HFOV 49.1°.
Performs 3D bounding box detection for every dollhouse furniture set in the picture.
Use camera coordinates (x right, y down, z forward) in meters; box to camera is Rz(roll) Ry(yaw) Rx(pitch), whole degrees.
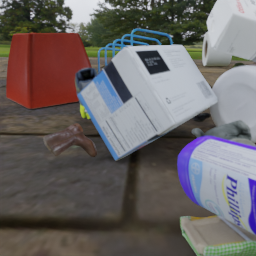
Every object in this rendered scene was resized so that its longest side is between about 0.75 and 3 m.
[{"bbox_3d":[1.261,1.409,2.309,1.146,0.885,2.292,-8,-1,-2],"label":"dollhouse furniture set"}]

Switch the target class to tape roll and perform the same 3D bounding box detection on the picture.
[{"bbox_3d":[6.954,-6.147,21.923,1.786,2.602,2.602,2,18,4],"label":"tape roll"}]

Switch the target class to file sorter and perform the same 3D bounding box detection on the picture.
[{"bbox_3d":[0.211,-2.480,10.716,1.910,1.689,2.753,-1,0,-31],"label":"file sorter"}]

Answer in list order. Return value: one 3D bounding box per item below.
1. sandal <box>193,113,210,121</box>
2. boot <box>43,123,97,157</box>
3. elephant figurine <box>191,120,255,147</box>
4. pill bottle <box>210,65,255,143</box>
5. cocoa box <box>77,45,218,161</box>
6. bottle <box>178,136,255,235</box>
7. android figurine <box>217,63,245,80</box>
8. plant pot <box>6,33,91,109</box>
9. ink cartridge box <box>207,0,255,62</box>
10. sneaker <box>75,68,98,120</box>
[{"bbox_3d":[2.086,-0.351,7.998,0.291,0.164,0.767,13,22,35],"label":"sandal"},{"bbox_3d":[-1.016,0.345,4.920,0.258,0.750,0.805,-42,-7,40],"label":"boot"},{"bbox_3d":[1.761,0.507,4.426,1.019,0.929,1.313,-25,30,15],"label":"elephant figurine"},{"bbox_3d":[3.483,-0.713,6.673,2.955,1.659,1.659,-13,22,-35],"label":"pill bottle"},{"bbox_3d":[0.475,-0.609,5.687,1.518,1.543,2.313,-35,-7,36],"label":"cocoa box"},{"bbox_3d":[1.204,0.576,2.327,0.590,0.755,1.808,-29,24,-24],"label":"bottle"},{"bbox_3d":[3.819,-1.323,8.723,1.987,0.448,2.183,-8,-26,21],"label":"android figurine"},{"bbox_3d":[-2.906,-2.267,10.315,2.670,2.353,2.667,-14,22,-36],"label":"plant pot"},{"bbox_3d":[2.773,-2.031,5.845,1.955,0.809,1.432,14,45,-6],"label":"ink cartridge box"},{"bbox_3d":[-0.930,-1.136,7.177,0.871,0.954,2.358,-16,29,-5],"label":"sneaker"}]
